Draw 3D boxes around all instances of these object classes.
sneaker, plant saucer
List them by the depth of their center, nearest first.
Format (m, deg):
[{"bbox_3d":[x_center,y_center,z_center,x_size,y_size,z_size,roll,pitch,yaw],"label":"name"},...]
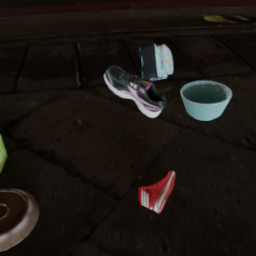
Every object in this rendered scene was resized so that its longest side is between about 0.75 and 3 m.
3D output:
[{"bbox_3d":[-3.428,2.319,7.428,2.009,0.322,2.009,1,36,-1],"label":"plant saucer"},{"bbox_3d":[0.792,1.689,8.079,0.851,0.577,1.473,17,38,20],"label":"sneaker"},{"bbox_3d":[0.352,-1.430,9.683,2.409,1.040,0.968,33,61,-9],"label":"sneaker"}]

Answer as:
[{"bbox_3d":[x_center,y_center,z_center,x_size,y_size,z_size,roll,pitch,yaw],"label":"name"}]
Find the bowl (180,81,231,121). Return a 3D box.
[{"bbox_3d":[3.095,-1.016,11.303,1.954,1.022,1.954,-5,35,3],"label":"bowl"}]

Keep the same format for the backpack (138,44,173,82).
[{"bbox_3d":[1.112,-2.507,10.837,1.178,1.351,1.537,-9,2,15],"label":"backpack"}]

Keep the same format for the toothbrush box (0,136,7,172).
[{"bbox_3d":[-4.381,0.968,8.502,0.718,1.215,1.669,-2,35,-2],"label":"toothbrush box"}]
